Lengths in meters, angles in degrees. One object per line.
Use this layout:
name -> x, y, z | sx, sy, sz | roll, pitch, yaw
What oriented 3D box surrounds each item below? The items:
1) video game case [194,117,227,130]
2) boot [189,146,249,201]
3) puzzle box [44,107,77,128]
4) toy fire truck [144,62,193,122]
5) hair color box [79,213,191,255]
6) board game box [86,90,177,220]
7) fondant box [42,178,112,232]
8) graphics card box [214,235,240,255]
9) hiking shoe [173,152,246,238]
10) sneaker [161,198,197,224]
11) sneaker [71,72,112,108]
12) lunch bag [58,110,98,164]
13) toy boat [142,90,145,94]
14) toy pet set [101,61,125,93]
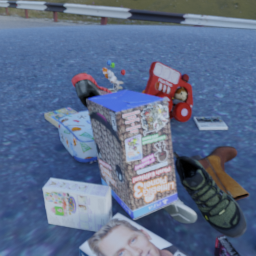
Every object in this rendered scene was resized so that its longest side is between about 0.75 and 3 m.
video game case -> 3.650, -0.209, 12.499 | 1.221, 0.143, 1.110 | -1, 27, 0
boot -> 3.047, 1.378, 8.716 | 1.881, 0.684, 1.998 | -8, 28, -16
puzzle box -> -2.787, -0.403, 12.751 | 1.313, 0.251, 1.974 | -20, 32, -35
toy fire truck -> 1.845, -1.493, 12.176 | 2.547, 2.139, 1.428 | 17, 1, -26
hair color box -> 0.381, 2.887, 5.572 | 2.589, 0.784, 1.295 | 19, 32, 33
board game box -> 0.052, 0.534, 7.342 | 1.303, 2.692, 2.146 | -16, 19, -22
fondant box -> -1.243, 1.947, 7.024 | 1.616, 1.166, 0.471 | 5, 27, 10
graphics card box -> 2.178, 2.822, 5.940 | 0.231, 0.570, 0.908 | -10, 29, -16
hiking shoe -> 1.861, 1.639, 6.964 | 1.216, 0.914, 2.415 | 33, 15, -48
sneaker -> 1.185, 2.009, 7.561 | 1.554, 0.546, 0.622 | 20, 36, 34
sneaker -> -1.444, -1.344, 12.737 | 0.993, 2.810, 1.373 | -26, 60, 20
lunch bag -> -1.254, 0.227, 10.611 | 2.307, 1.088, 2.879 | -13, 28, -28
toy boat -> 1.372, -1.980, 15.092 | 1.396, 1.394, 2.136 | -28, 23, 13
toy pet set -> -1.227, -2.310, 14.606 | 1.158, 2.036, 2.181 | -3, 25, -26
